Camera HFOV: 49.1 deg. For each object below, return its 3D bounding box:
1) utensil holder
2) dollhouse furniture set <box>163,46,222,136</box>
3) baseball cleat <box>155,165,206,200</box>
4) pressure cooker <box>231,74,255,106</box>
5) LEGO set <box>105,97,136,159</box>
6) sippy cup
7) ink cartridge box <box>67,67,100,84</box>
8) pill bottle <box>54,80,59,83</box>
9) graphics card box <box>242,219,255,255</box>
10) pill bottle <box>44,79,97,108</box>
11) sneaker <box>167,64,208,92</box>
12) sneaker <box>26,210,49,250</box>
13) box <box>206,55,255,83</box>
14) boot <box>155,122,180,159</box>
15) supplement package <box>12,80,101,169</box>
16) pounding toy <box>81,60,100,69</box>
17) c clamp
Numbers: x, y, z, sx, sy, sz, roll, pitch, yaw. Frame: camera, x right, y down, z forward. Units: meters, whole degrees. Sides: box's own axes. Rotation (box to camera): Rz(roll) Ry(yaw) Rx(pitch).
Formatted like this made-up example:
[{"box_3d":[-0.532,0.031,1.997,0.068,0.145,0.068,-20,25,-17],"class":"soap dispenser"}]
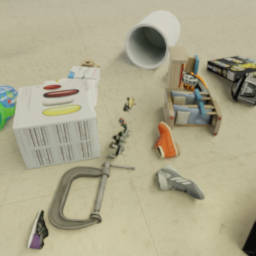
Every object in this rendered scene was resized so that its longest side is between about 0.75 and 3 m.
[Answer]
[{"box_3d":[1.526,-5.115,15.986,2.515,2.515,2.960,16,41,17],"class":"utensil holder"},{"box_3d":[2.644,-1.434,11.306,2.112,2.997,2.100,0,41,0],"class":"dollhouse furniture set"},{"box_3d":[1.644,1.962,9.321,0.969,0.635,1.822,-30,39,-23],"class":"baseball cleat"},{"box_3d":[5.534,-1.752,13.042,1.377,1.230,1.211,26,58,21],"class":"pressure cooker"},{"box_3d":[-0.134,0.191,9.961,0.720,2.542,1.651,21,47,-2],"class":"LEGO set"},{"box_3d":[-5.533,-0.979,11.946,2.271,1.783,1.664,34,35,-1],"class":"sippy cup"},{"box_3d":[-2.271,-2.645,14.532,1.448,0.606,1.050,5,41,6],"class":"ink cartridge box"},{"box_3d":[-3.142,-2.015,13.822,1.048,0.599,0.599,8,42,8],"class":"pill bottle"},{"box_3d":[4.276,2.464,7.900,2.519,1.580,0.641,-32,48,-31],"class":"graphics card box"},{"box_3d":[-2.619,-1.587,12.788,2.281,1.304,1.304,2,41,2],"class":"pill bottle"},{"box_3d":[3.005,-2.323,14.025,1.007,1.021,2.608,-44,58,0],"class":"sneaker"},{"box_3d":[-2.569,3.016,8.253,0.522,0.451,1.192,17,40,-11],"class":"sneaker"},{"box_3d":[5.702,-3.124,14.687,2.078,0.633,2.579,-11,28,-13],"class":"box"},{"box_3d":[1.337,0.463,10.758,0.826,0.578,1.541,-12,60,-13],"class":"boot"},{"box_3d":[-2.623,-0.229,10.654,2.734,2.010,2.614,-9,41,-10],"class":"supplement package"},{"box_3d":[-1.975,-3.376,15.136,1.045,0.918,0.478,7,42,8],"class":"pounding toy"},{"box_3d":[-1.225,2.104,9.230,2.453,0.389,2.872,8,41,9],"class":"c clamp"}]
